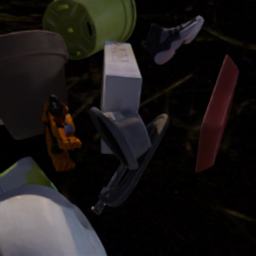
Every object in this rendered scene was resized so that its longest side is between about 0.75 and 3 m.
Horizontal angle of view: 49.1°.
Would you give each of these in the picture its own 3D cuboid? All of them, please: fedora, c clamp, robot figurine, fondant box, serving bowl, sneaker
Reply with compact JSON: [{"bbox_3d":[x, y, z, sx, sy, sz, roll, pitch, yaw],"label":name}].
[{"bbox_3d":[-0.076,0.079,5.520,0.704,1.378,1.558,-32,30,-13],"label":"fedora"},{"bbox_3d":[-0.028,0.844,6.476,0.366,2.309,2.702,35,76,-7],"label":"c clamp"},{"bbox_3d":[-1.380,0.056,5.565,0.447,1.113,1.535,2,40,-30],"label":"robot figurine"},{"bbox_3d":[-0.285,-0.889,7.177,0.788,1.953,2.707,2,31,-8],"label":"fondant box"},{"bbox_3d":[-1.051,2.134,4.912,0.947,2.880,2.880,-32,57,-10],"label":"serving bowl"},{"bbox_3d":[1.113,-2.498,7.313,1.645,0.621,0.936,-42,77,2],"label":"sneaker"}]

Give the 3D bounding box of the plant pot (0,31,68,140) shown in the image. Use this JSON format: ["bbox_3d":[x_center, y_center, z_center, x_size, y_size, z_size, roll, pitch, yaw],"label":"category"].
[{"bbox_3d":[-2.550,-0.955,7.305,2.552,2.552,2.225,-20,91,-15],"label":"plant pot"}]

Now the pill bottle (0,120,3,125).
[{"bbox_3d":[-4.504,-0.948,10.116,2.381,1.424,1.424,-34,59,-25],"label":"pill bottle"}]

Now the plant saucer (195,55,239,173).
[{"bbox_3d":[2.137,-0.221,6.681,0.394,2.147,2.142,16,60,19],"label":"plant saucer"}]

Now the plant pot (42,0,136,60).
[{"bbox_3d":[-1.377,-3.519,9.222,2.742,2.742,2.521,14,37,11],"label":"plant pot"}]

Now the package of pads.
[{"bbox_3d":[-2.671,1.558,6.711,1.539,0.525,1.189,-38,96,-21],"label":"package of pads"}]
